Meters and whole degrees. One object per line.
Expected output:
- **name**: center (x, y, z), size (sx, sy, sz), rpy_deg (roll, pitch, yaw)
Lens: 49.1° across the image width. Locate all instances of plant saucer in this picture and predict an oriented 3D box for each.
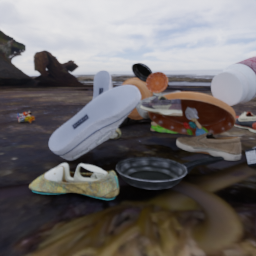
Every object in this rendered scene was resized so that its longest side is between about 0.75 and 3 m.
- **plant saucer**: center (0.268, -1.197, 11.777), size (1.760, 1.760, 0.284), rpy_deg (8, 19, 35)
- **plant saucer**: center (0.970, -1.506, 9.360), size (0.760, 0.760, 0.123), rpy_deg (6, -13, 26)
- **plant saucer**: center (2.093, -0.460, 9.374), size (2.834, 0.457, 2.834), rpy_deg (10, -21, 4)

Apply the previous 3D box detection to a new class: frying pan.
- **frying pan**: center (0.738, -1.892, 9.672), size (1.487, 0.899, 0.242), rpy_deg (16, 60, 39)
- **frying pan**: center (0.932, 0.966, 6.898), size (2.709, 0.441, 1.639), rpy_deg (-8, 15, -41)

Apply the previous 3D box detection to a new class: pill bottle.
- **pill bottle**: center (3.895, -1.584, 9.378), size (2.319, 1.324, 1.324), rpy_deg (-24, 24, -36)

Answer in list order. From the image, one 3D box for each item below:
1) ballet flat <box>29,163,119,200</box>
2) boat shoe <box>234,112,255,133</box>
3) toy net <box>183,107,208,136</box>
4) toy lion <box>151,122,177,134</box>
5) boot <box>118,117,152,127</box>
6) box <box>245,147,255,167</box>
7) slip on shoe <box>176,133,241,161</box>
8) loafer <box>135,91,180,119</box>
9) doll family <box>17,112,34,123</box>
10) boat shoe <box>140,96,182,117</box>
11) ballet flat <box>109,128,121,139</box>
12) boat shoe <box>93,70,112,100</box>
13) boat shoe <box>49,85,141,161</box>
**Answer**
- **ballet flat**: center (-1.148, 1.062, 5.869), size (1.977, 0.699, 0.699), rpy_deg (3, 12, 14)
- **boat shoe**: center (5.350, -0.321, 12.325), size (0.854, 0.751, 2.399), rpy_deg (-3, 11, -7)
- **toy net**: center (2.188, -0.225, 9.372), size (0.306, 1.585, 0.831), rpy_deg (-43, 44, -15)
- **toy lion**: center (1.635, 0.024, 11.816), size (1.073, 0.369, 1.029), rpy_deg (-7, 21, -29)
- **boot**: center (0.724, -0.601, 13.334), size (2.357, 0.937, 2.708), rpy_deg (5, 15, 6)
- **box**: center (4.359, 0.541, 7.026), size (2.116, 0.487, 1.682), rpy_deg (-5, -12, -14)
- **slip on shoe**: center (2.465, 0.451, 8.763), size (0.835, 0.665, 2.196), rpy_deg (-9, 15, -36)
- **loafer**: center (1.208, -1.026, 10.596), size (2.115, 0.740, 0.738), rpy_deg (-22, 60, -31)
- **doll family**: center (-5.003, -0.440, 13.804), size (0.751, 0.546, 1.211), rpy_deg (-13, -2, -24)
- **boat shoe**: center (0.962, -0.665, 8.123), size (0.604, 0.544, 1.679), rpy_deg (6, 6, -30)
- **ballet flat**: center (-0.930, 0.249, 10.406), size (1.379, 0.487, 0.487), rpy_deg (-3, 12, -14)
- **boat shoe**: center (-1.037, -1.008, 11.633), size (0.976, 2.653, 0.867), rpy_deg (9, -9, 14)
- **boat shoe**: center (-0.819, -0.107, 7.820), size (2.881, 0.942, 1.060), rpy_deg (-31, 48, 8)
